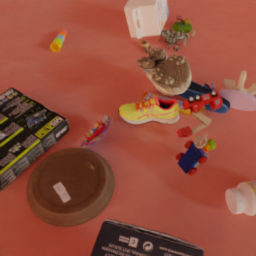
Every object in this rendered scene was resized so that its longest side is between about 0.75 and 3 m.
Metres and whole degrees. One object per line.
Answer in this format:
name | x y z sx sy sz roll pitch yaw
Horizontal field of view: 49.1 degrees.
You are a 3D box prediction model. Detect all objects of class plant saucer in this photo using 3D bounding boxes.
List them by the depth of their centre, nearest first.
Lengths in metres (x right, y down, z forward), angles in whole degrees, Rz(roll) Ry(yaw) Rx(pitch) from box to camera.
plant saucer | -1.420 1.323 6.886 2.168 0.319 2.168 0 50 0

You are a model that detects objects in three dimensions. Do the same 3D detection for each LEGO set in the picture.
LEGO set | 1.473 -3.468 10.810 2.022 0.573 1.313 -30 56 -23

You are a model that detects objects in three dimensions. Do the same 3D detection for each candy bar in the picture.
candy bar | 1.342 -0.728 8.687 2.009 0.223 0.501 17 55 13

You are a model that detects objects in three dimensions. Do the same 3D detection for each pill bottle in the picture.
pill bottle | 2.970 1.571 6.379 1.331 0.748 0.748 -8 50 -5

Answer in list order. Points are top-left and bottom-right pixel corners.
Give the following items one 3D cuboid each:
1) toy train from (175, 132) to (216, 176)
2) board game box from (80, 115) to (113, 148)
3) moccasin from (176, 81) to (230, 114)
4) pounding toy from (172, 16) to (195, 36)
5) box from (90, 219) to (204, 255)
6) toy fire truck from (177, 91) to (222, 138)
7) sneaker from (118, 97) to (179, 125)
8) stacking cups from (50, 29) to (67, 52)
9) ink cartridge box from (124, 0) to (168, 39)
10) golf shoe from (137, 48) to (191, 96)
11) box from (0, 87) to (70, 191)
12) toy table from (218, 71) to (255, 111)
toy train | 1.793 0.469 6.629 0.822 1.421 0.601 -20 60 -35
board game box | -0.920 0.049 7.600 0.929 0.229 1.176 -23 27 34
moccasin | 2.294 -1.136 8.649 1.949 0.784 0.665 32 68 23
pounding toy | 2.281 -4.236 11.504 0.862 0.518 1.117 -7 49 -5
box | -0.053 3.265 3.957 1.559 2.211 2.988 13 50 12
toy fire truck | 1.967 -0.368 7.719 1.449 0.353 1.022 -15 77 -4
sneaker | 0.618 -0.605 8.168 1.823 0.823 0.713 -1 50 -3
stacking cups | -2.699 -3.450 10.984 0.383 0.383 1.265 4 45 3
ink cartridge box | 0.745 -4.556 11.115 1.247 1.280 1.992 2 49 21
golf shoe | 1.236 -1.426 8.188 1.069 1.327 2.730 -32 30 5
box | -3.344 0.143 7.722 2.417 0.595 2.503 29 55 20
toy table | 3.401 -1.069 8.488 1.276 1.173 0.747 23 70 19
